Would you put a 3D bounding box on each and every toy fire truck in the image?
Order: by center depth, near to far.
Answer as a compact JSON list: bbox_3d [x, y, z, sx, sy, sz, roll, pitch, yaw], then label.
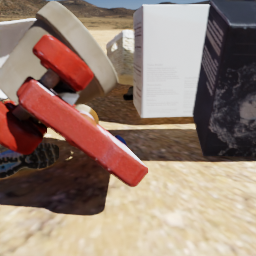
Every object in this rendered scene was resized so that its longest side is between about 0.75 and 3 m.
[{"bbox_3d":[-0.906,-0.086,4.785,2.329,1.555,2.773,40,-3,-13],"label":"toy fire truck"}]

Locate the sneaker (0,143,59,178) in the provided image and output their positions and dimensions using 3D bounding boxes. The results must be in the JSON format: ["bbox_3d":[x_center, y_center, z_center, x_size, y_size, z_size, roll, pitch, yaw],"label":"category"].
[{"bbox_3d":[-1.941,0.502,5.258,1.271,0.498,0.572,-11,21,-26],"label":"sneaker"}]

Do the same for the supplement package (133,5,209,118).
[{"bbox_3d":[1.228,-1.826,7.714,2.034,2.680,2.019,-2,17,-4],"label":"supplement package"}]

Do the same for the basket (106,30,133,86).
[{"bbox_3d":[0.271,-2.345,9.872,1.846,1.485,1.830,4,0,-23],"label":"basket"}]

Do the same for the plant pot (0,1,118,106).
[{"bbox_3d":[-1.919,-1.342,7.054,2.277,2.625,2.625,-43,35,-9],"label":"plant pot"}]

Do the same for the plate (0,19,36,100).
[{"bbox_3d":[-3.956,-1.836,7.974,0.454,2.805,2.811,41,39,15],"label":"plate"}]

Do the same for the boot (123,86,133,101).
[{"bbox_3d":[0.535,-1.124,9.323,1.302,0.441,0.851,-4,25,13],"label":"boot"}]

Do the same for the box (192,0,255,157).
[{"bbox_3d":[2.815,-0.889,5.418,2.643,2.688,1.578,1,37,2],"label":"box"}]
